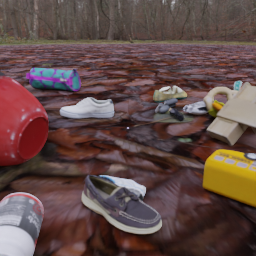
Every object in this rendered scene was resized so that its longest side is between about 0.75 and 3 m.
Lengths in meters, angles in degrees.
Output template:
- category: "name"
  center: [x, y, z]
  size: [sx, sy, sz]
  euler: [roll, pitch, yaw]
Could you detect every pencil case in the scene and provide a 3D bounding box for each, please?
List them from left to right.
- category: "pencil case"
  center: [-3.525, -2.334, 13.407]
  size: [2.418, 1.029, 1.117]
  euler: [7, 8, 18]

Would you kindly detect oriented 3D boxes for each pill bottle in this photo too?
- category: "pill bottle"
  center: [-1.565, 1.455, 3.767]
  size: [0.675, 0.675, 1.164]
  euler: [-2, 21, -6]

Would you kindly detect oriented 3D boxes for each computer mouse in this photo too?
- category: "computer mouse"
  center: [2.277, -0.595, 9.758]
  size: [1.660, 0.364, 0.910]
  euler: [-12, 18, -16]

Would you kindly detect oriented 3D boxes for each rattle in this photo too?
- category: "rattle"
  center: [3.371, -1.070, 9.140]
  size: [1.638, 1.066, 1.170]
  euler: [-24, -21, 1]

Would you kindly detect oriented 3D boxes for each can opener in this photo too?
- category: "can opener"
  center: [1.475, -0.775, 10.349]
  size: [0.422, 0.337, 1.263]
  euler: [42, 40, 25]

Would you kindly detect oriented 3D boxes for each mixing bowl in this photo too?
- category: "mixing bowl"
  center: [-2.458, 0.019, 6.055]
  size: [1.096, 2.024, 2.024]
  euler: [20, 26, 15]

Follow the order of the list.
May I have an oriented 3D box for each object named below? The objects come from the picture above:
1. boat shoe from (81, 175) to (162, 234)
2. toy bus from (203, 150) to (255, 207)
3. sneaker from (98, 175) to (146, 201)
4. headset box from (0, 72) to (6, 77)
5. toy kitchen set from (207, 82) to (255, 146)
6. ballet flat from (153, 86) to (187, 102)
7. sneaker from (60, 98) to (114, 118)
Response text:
- category: "boat shoe"
  center: [-0.164, 1.215, 4.628]
  size: [1.583, 0.513, 0.569]
  euler: [16, 26, 37]
- category: "toy bus"
  center: [2.498, 1.001, 4.939]
  size: [2.130, 0.693, 0.834]
  euler: [15, 25, 35]
- category: "sneaker"
  center: [-0.126, 1.105, 5.253]
  size: [0.992, 0.372, 0.430]
  euler: [17, 19, 19]
- category: "headset box"
  center: [-3.956, -0.632, 6.892]
  size: [0.788, 2.040, 1.518]
  euler: [31, 26, -5]
- category: "toy kitchen set"
  center: [3.547, 0.036, 7.588]
  size: [1.845, 1.664, 1.505]
  euler: [-48, 31, -8]
- category: "ballet flat"
  center: [1.822, -1.471, 11.744]
  size: [1.751, 0.619, 0.619]
  euler: [-11, 23, -29]
- category: "sneaker"
  center: [-1.405, -0.728, 9.628]
  size: [1.848, 0.654, 0.675]
  euler: [-2, 21, -5]
